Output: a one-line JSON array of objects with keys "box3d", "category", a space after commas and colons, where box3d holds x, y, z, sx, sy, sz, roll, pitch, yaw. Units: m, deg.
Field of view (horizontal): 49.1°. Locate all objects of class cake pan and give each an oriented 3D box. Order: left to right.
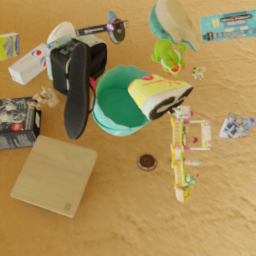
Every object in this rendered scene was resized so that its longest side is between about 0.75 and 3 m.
[{"box3d": [-0.367, -3.232, 9.322, 0.163, 0.889, 0.889, 4, 47, 34], "category": "cake pan"}]

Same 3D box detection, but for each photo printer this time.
[{"box3d": [-3.080, -3.851, 13.250, 0.692, 1.992, 1.658, 17, 54, 12], "category": "photo printer"}]

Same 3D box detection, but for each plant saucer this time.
[{"box3d": [0.701, 1.261, 10.377, 0.777, 0.125, 0.777, 0, 51, 0], "category": "plant saucer"}]

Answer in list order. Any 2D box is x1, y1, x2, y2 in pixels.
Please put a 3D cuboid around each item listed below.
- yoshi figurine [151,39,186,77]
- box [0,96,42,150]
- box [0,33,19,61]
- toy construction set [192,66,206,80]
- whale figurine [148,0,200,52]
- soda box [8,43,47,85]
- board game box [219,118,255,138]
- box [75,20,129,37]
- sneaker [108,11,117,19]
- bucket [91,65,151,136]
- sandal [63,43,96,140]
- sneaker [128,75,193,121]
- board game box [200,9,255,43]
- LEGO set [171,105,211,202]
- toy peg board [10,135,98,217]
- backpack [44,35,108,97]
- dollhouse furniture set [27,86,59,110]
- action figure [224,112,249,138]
[{"box3d": [1.457, -2.579, 10.022, 1.151, 2.056, 1.155, 22, 95, 14], "category": "yoshi figurine"}, {"box3d": [-4.417, -0.198, 10.980, 1.711, 0.978, 1.879, -7, 51, -4], "category": "box"}, {"box3d": [-4.147, -2.797, 9.614, 0.301, 0.770, 1.263, 15, 28, 10], "category": "box"}, {"box3d": [3.372, -2.658, 13.305, 0.594, 0.417, 0.905, 0, 39, 31], "category": "toy construction set"}, {"box3d": [1.747, -3.721, 10.546, 2.363, 1.226, 1.880, 30, 54, -31], "category": "whale figurine"}, {"box3d": [-4.533, -3.081, 13.409, 0.725, 0.775, 2.276, 26, 56, 19], "category": "soda box"}, {"box3d": [4.166, 0.007, 10.783, 1.028, 1.033, 0.224, 1, 54, 1], "category": "board game box"}, {"box3d": [-0.787, -3.022, 8.518, 1.373, 0.248, 0.982, 2, 25, 26], "category": "box"}, {"box3d": [-0.740, -4.846, 12.228, 0.398, 0.474, 1.209, -35, 17, 16], "category": "sneaker"}, {"box3d": [-0.146, -0.750, 8.651, 2.040, 1.327, 2.040, 5, 70, -13], "category": "bucket"}, {"box3d": [-1.199, -0.984, 7.608, 1.002, 0.601, 2.669, -7, 75, 42], "category": "sandal"}, {"box3d": [0.912, -1.023, 7.666, 1.174, 1.016, 2.599, 43, 26, 16], "category": "sneaker"}, {"box3d": [3.383, -3.239, 8.966, 2.004, 1.513, 0.470, -2, 92, 18], "category": "board game box"}, {"box3d": [1.412, 0.592, 6.172, 0.826, 1.020, 2.218, -3, 88, 15], "category": "LEGO set"}, {"box3d": [-2.357, 1.693, 9.621, 2.228, 1.090, 2.218, 14, 68, 13], "category": "toy peg board"}, {"box3d": [-2.173, -2.858, 12.221, 2.042, 2.408, 2.712, 38, 57, 21], "category": "backpack"}, {"box3d": [-3.024, -1.125, 10.016, 0.850, 0.926, 0.602, -40, 70, 19], "category": "dollhouse furniture set"}, {"box3d": [2.926, -0.096, 7.636, 0.361, 1.042, 0.678, -31, 73, -8], "category": "action figure"}]
